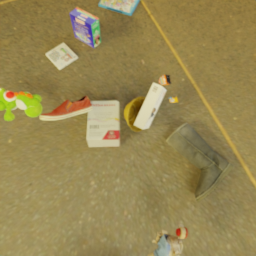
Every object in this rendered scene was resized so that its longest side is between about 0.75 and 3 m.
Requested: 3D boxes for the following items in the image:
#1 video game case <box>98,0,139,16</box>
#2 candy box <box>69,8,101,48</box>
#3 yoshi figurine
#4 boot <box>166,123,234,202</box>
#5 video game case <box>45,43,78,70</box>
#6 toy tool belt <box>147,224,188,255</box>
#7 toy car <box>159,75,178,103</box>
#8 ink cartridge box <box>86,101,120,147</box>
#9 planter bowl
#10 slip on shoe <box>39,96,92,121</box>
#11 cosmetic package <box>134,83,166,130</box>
[{"bbox_3d":[-0.425,-6.119,13.597,1.699,0.151,1.216,21,66,9],"label":"video game case"},{"bbox_3d":[-1.812,-4.282,12.047,1.170,1.384,0.533,33,69,14],"label":"candy box"},{"bbox_3d":[-3.467,-0.680,8.854,1.762,0.987,0.990,2,87,18],"label":"yoshi figurine"},{"bbox_3d":[2.262,1.130,9.810,2.328,0.845,2.117,45,58,11],"label":"boot"},{"bbox_3d":[-2.896,-3.126,12.202,0.981,0.128,1.078,-38,71,-16],"label":"video game case"},{"bbox_3d":[1.015,3.100,7.413,0.756,1.230,0.768,13,21,-14],"label":"toy tool belt"},{"bbox_3d":[1.209,-1.159,8.645,0.342,1.026,0.503,-11,20,25],"label":"toy car"},{"bbox_3d":[-0.901,-0.153,10.464,1.180,0.671,1.619,-1,61,0],"label":"ink cartridge box"},{"bbox_3d":[0.240,-0.558,10.560,0.556,1.336,1.336,16,62,40],"label":"planter bowl"},{"bbox_3d":[-2.145,-0.655,9.668,1.952,0.723,0.597,-21,105,-32],"label":"slip on shoe"},{"bbox_3d":[0.815,-0.755,10.074,0.417,1.217,1.615,26,98,9],"label":"cosmetic package"}]
